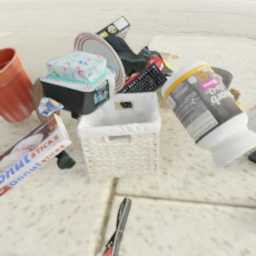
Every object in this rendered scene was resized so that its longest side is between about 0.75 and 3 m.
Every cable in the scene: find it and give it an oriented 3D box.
[{"bbox_3d":[-0.271,1.878,4.785,0.388,0.749,1.542,20,65,-7],"label":"cable"}]

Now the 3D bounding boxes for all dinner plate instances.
[{"bbox_3d":[-0.798,-1.835,7.872,1.890,1.890,0.229,24,56,34],"label":"dinner plate"}]

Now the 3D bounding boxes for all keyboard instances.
[{"bbox_3d":[0.256,-1.239,8.021,1.577,0.947,0.202,-37,3,23],"label":"keyboard"}]

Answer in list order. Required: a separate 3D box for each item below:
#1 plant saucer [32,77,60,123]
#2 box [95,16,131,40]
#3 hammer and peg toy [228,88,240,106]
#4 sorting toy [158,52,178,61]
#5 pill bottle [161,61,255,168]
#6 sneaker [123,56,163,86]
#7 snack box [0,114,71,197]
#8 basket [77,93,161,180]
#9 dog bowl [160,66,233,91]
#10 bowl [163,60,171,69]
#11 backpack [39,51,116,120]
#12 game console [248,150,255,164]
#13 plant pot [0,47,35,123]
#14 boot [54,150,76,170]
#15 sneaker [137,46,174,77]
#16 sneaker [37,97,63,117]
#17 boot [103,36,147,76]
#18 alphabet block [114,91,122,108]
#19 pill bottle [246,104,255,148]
[{"bbox_3d":[-2.641,-0.853,9.274,0.247,1.677,1.677,-7,30,11],"label":"plant saucer"},{"bbox_3d":[-1.105,-3.326,11.470,2.374,1.914,0.583,-40,88,-17],"label":"box"},{"bbox_3d":[2.588,-0.922,8.519,1.532,0.735,2.083,26,22,23],"label":"hammer and peg toy"},{"bbox_3d":[1.731,-3.927,15.806,2.201,0.300,1.239,10,37,17],"label":"sorting toy"},{"bbox_3d":[1.917,-0.312,6.617,1.349,1.349,2.318,-22,71,-32],"label":"pill bottle"},{"bbox_3d":[0.538,-2.022,10.176,0.851,1.255,2.172,29,30,16],"label":"sneaker"},{"bbox_3d":[-2.449,0.702,6.604,2.372,0.288,0.853,-37,56,7],"label":"snack box"},{"bbox_3d":[-0.129,0.173,7.472,1.986,1.612,2.004,-4,27,5],"label":"basket"},{"bbox_3d":[2.673,-1.679,11.288,2.903,0.851,2.903,-5,28,3],"label":"dog bowl"},{"bbox_3d":[1.178,-2.740,12.593,1.561,0.840,1.561,-6,-4,0],"label":"bowl"},{"bbox_3d":[-1.194,-1.215,7.281,1.641,1.392,1.849,15,27,19],"label":"backpack"},{"bbox_3d":[4.315,0.573,7.775,1.451,0.844,1.276,-22,38,-33],"label":"game console"},{"bbox_3d":[-4.081,-1.321,9.426,1.981,1.927,1.981,-13,44,13],"label":"plant pot"},{"bbox_3d":[-1.668,0.630,6.613,0.767,0.912,0.348,39,86,12],"label":"boot"},{"bbox_3d":[1.148,-2.734,11.449,1.863,0.738,0.702,36,4,21],"label":"sneaker"},{"bbox_3d":[-1.771,-0.422,6.295,0.361,0.423,0.960,31,-9,-29],"label":"sneaker"},{"bbox_3d":[-0.473,-2.391,9.171,1.861,0.711,1.564,-14,51,-40],"label":"boot"},{"bbox_3d":[0.032,-1.176,10.556,0.786,0.772,0.768,31,34,22],"label":"alphabet block"},{"bbox_3d":[4.146,-0.508,7.358,1.372,1.372,2.523,23,48,33],"label":"pill bottle"}]
